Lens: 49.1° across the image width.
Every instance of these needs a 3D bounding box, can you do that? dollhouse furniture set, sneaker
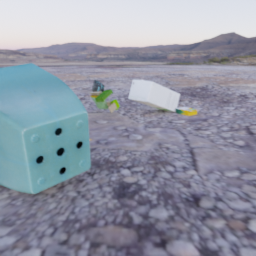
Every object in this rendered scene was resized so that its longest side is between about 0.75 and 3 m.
[{"bbox_3d":[-1.091,-0.961,10.961,1.264,0.828,0.634,3,39,42],"label":"dollhouse furniture set"},{"bbox_3d":[-1.835,-2.474,17.139,0.701,0.667,1.770,12,20,-10],"label":"sneaker"}]

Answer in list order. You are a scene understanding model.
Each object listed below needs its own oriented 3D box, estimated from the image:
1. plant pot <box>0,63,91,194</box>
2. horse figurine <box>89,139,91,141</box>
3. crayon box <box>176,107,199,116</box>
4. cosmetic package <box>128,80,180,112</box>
[{"bbox_3d":[-2.011,0.011,5.515,1.883,1.884,2.666,-21,33,-38],"label":"plant pot"},{"bbox_3d":[-1.508,0.181,7.753,0.775,0.292,1.170,-20,39,-13],"label":"horse figurine"},{"bbox_3d":[2.357,-0.645,11.121,0.512,0.210,0.814,-12,19,-35],"label":"crayon box"},{"bbox_3d":[1.063,-1.254,11.089,1.920,0.815,1.033,12,3,-45],"label":"cosmetic package"}]
